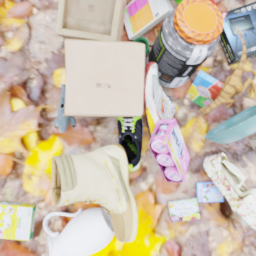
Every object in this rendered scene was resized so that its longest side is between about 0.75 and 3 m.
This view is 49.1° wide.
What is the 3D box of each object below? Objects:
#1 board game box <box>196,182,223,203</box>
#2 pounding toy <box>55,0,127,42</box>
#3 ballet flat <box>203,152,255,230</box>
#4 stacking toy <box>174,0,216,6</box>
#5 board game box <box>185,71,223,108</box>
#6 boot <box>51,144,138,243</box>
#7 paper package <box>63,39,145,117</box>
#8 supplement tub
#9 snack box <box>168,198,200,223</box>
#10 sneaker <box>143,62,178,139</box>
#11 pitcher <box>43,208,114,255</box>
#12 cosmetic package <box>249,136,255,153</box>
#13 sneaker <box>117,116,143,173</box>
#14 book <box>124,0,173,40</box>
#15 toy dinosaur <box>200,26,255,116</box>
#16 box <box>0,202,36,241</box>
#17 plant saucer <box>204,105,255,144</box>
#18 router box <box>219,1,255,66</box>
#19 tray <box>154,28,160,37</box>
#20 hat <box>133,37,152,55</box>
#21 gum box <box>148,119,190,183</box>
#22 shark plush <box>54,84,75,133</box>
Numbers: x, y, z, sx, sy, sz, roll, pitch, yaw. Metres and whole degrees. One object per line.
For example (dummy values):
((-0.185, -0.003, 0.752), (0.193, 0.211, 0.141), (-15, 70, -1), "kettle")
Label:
((2.899, 2.281, 9.968), (0.927, 0.170, 0.701), (-1, 86, 0), "board game box")
((-0.950, -4.283, 9.789), (2.394, 1.848, 2.600), (10, 99, 3), "pounding toy")
((3.643, 2.053, 9.297), (1.096, 0.926, 2.897), (-26, 72, -44), "ballet flat")
((1.925, -4.480, 9.098), (2.989, 1.276, 1.276), (20, 85, -42), "stacking toy")
((2.617, -1.257, 9.629), (0.981, 1.282, 0.258), (32, 61, 9), "board game box")
((-0.973, 2.077, 8.064), (2.315, 1.084, 2.979), (-8, 88, -37), "boot")
((-0.753, -1.481, 8.664), (2.384, 1.233, 2.272), (1, 98, -7), "paper package")
((1.700, -2.569, 8.829), (1.741, 2.841, 1.741), (2, 75, -9), "supplement tub")
((1.951, 2.887, 9.850), (1.003, 0.266, 0.713), (-10, 84, 4), "snack box")
((1.043, -0.907, 9.477), (1.116, 1.057, 2.715), (-12, 116, 0), "sneaker")
((-1.724, 3.404, 9.436), (2.235, 1.355, 1.917), (-31, 67, 3), "pitcher")
((5.272, 1.088, 9.771), (1.084, 0.733, 2.061), (-28, 86, -2), "cosmetic package")
((0.113, 0.233, 9.461), (0.934, 1.078, 2.604), (-4, 69, -1), "sneaker")
((0.596, -4.068, 9.736), (1.814, 0.436, 1.212), (-24, 82, 42), "book")
((3.231, -1.403, 8.456), (1.462, 0.832, 2.753), (9, 115, -37), "toy dinosaur")
((-4.331, 3.213, 9.755), (2.031, 0.491, 1.191), (6, 87, -2), "box")
((3.760, -0.191, 8.829), (2.786, 2.786, 0.501), (-31, 86, -2), "plant saucer")
((4.462, -3.477, 10.025), (2.358, 0.733, 1.767), (-20, 86, -2), "router box")
((1.620, -3.447, 10.315), (1.206, 0.223, 0.595), (-12, 85, -4), "tray")
((0.652, -2.872, 10.387), (0.907, 0.799, 0.751), (18, 98, 33), "hat")
((1.362, 0.731, 9.076), (0.647, 1.955, 1.110), (-4, 41, 30), "gum box")
((-2.200, -0.670, 9.902), (0.777, 0.712, 1.711), (11, 86, 1), "shark plush")
